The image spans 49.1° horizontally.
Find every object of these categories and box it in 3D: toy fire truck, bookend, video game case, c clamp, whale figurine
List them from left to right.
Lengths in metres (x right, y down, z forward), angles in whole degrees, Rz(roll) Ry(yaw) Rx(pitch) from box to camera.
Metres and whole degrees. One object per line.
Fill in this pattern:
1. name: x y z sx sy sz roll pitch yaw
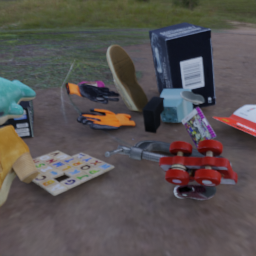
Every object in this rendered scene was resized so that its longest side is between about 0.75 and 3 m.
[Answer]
1. whale figurine: -3.183 -0.864 6.812 1.665 1.086 2.092 31 31 13
2. bookend: 0.836 -0.422 8.847 0.390 0.841 0.846 11 39 27
3. c clamp: 1.100 0.756 6.773 2.817 0.381 2.406 11 10 11
4. toy fire truck: 1.364 0.834 5.515 1.368 1.148 0.767 -4 57 28
5. video game case: 1.904 0.007 7.649 0.163 0.909 0.824 -22 -13 -25

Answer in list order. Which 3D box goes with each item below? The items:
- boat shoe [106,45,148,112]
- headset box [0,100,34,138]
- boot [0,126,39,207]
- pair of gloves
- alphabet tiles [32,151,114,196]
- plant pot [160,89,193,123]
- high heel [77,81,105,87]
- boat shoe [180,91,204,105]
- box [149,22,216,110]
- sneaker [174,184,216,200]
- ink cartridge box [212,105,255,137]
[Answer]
1. boat shoe: -0.165 -1.728 10.227 0.934 2.590 0.841 -42 26 -29
2. headset box: -4.164 -0.494 9.205 1.957 1.043 2.248 -7 26 -14
3. boot: -2.833 0.886 5.564 1.871 0.658 1.340 -36 70 -14
4. pair of gloves: -0.971 -0.726 9.507 2.041 0.283 2.291 2 43 -33
5. alphabet tiles: -1.618 0.966 6.890 1.997 0.075 1.669 15 25 42
6. plant pot: 1.574 -0.677 9.668 1.020 1.017 1.039 3 31 29
7. high heel: -1.732 -1.963 13.068 0.706 0.496 1.473 -8 19 -41
8. boat shoe: 1.907 -0.885 8.483 0.885 0.284 0.326 8 61 -31
9. box: 2.082 -2.476 11.168 1.691 2.832 2.879 -13 26 -2
10. sneaker: 1.416 1.318 5.832 0.895 0.338 0.517 -6 -20 4
11. ink cartridge box: 4.189 -0.239 8.719 2.419 0.606 1.962 2 20 -32
